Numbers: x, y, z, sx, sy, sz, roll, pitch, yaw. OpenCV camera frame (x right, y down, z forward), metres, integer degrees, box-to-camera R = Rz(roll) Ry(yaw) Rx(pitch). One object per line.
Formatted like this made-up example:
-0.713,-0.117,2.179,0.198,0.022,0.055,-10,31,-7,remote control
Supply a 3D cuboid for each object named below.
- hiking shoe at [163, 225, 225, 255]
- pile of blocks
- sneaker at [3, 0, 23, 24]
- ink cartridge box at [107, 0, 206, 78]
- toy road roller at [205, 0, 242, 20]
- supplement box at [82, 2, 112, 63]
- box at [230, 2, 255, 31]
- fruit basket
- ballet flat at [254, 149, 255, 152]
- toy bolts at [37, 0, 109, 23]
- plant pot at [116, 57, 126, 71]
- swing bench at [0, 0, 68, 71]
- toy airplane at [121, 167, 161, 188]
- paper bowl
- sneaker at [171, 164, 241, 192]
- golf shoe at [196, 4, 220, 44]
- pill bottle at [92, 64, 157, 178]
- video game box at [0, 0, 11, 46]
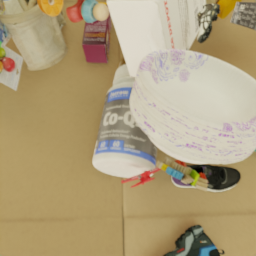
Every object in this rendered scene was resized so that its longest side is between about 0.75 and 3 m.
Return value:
1.210,3.464,6.706,2.415,0.898,1.047,-40,72,-15,hiking shoe
1.117,0.867,5.634,1.110,0.456,0.345,24,98,12,pile of blocks
-3.857,-4.444,9.998,2.560,0.983,1.424,-20,28,20,sneaker
0.811,-2.621,6.275,1.118,1.919,2.651,11,53,28,ink cartridge box
2.655,-4.486,7.424,1.597,1.898,2.600,44,96,18,toy road roller
-1.009,-3.183,9.392,0.759,0.978,1.773,3,67,2,supplement box
3.297,-2.270,6.001,1.674,0.528,2.122,13,25,2,box
-3.058,-1.548,6.660,0.520,1.109,1.027,-12,62,25,fruit basket
2.873,-0.286,8.336,2.996,1.009,1.054,27,46,10,ballet flat
-0.982,-2.557,5.609,0.906,1.306,1.247,18,73,27,toy bolts
0.319,-1.967,9.324,1.432,0.197,1.432,0,67,0,plant pot
-2.825,-3.469,8.766,1.538,2.358,2.371,-10,69,-5,swing bench
0.387,1.088,6.233,1.248,1.248,0.230,-20,83,-8,toy airplane
1.120,-0.295,4.651,2.224,1.157,2.224,10,38,-8,paper bowl
2.181,1.331,7.614,1.917,0.839,0.726,-2,68,-1,sneaker
1.368,-1.894,5.074,0.364,0.300,0.770,24,82,20,golf shoe
0.078,-0.208,7.807,1.662,1.662,2.921,8,66,3,pill bottle
-3.575,-2.884,7.553,0.311,1.328,1.210,-2,39,-5,video game box
